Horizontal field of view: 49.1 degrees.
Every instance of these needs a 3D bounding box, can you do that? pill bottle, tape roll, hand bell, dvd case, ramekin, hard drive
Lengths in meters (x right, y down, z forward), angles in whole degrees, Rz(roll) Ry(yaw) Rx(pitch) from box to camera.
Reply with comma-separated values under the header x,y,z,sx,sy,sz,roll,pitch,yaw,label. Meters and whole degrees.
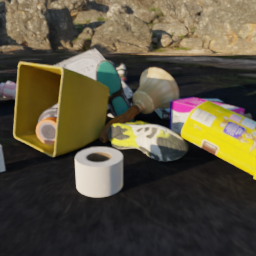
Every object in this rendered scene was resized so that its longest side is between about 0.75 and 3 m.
x,y,z,sx,sy,sz,roll,pitch,yaw,label
-1.750,-0.164,7.478,0.977,0.977,1.840,3,19,9,pill bottle
-0.549,0.823,5.353,0.906,0.622,0.906,0,18,0,tape roll
0.152,-0.476,8.392,1.506,1.506,2.892,15,45,38,hand bell
2.423,-0.730,10.493,2.878,0.317,2.101,-1,18,-6,dvd case
-0.303,-0.748,10.269,0.991,0.520,0.991,0,18,0,ramekin
-1.209,-1.550,9.811,1.792,0.485,2.565,-29,68,-22,hard drive

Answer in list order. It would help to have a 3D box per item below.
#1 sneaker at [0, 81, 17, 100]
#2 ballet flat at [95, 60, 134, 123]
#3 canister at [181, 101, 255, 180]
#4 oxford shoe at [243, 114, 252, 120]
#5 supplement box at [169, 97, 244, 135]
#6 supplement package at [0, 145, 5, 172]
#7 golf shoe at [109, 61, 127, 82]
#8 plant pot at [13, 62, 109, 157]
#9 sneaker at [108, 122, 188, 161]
x,y,z,sx,sy,sz,roll,pitch,yaw,label
-5.128,-1.639,12.757,1.059,0.762,2.026,13,6,-14,sneaker
-0.470,-1.075,8.724,0.779,2.166,0.779,-20,22,8,ballet flat
2.288,0.202,6.034,1.937,0.838,1.439,30,31,24,canister
3.405,-0.291,8.617,0.751,0.281,0.265,-4,-19,4,oxford shoe
2.152,-0.209,7.934,0.973,0.953,1.883,-12,22,-32,supplement box
-3.047,0.674,5.853,0.752,0.585,0.417,-12,21,-33,supplement package
-1.259,-3.643,17.873,2.750,1.266,0.998,9,21,30,golf shoe
-1.706,-0.567,7.625,2.080,2.080,1.835,16,13,41,plant pot
0.547,0.178,6.991,2.206,0.821,0.933,13,23,35,sneaker
